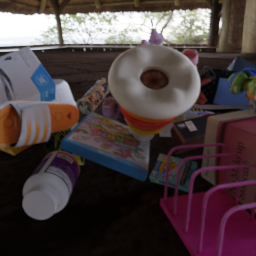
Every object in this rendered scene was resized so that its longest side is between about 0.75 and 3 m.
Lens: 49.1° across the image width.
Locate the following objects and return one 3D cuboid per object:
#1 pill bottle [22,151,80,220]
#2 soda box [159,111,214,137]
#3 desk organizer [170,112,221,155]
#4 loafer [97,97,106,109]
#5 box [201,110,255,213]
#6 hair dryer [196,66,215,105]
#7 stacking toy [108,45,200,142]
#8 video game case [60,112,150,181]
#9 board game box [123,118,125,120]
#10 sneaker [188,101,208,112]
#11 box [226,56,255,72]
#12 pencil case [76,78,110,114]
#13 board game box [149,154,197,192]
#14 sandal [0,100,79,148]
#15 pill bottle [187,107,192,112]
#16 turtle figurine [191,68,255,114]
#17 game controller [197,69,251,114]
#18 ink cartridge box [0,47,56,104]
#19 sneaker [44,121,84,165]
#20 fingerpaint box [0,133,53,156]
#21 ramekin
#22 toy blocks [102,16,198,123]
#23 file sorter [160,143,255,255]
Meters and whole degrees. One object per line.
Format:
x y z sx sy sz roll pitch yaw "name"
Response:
-1.407 1.029 5.163 0.794 0.794 1.413 1 19 3 "pill bottle"
2.011 -0.108 8.641 2.092 0.666 0.713 1 19 4 "soda box"
1.768 0.127 7.040 1.582 0.609 0.567 -12 58 -28 "desk organizer"
-1.006 -0.919 10.305 0.397 0.348 1.105 -16 5 -16 "loafer"
2.592 0.671 5.173 1.227 1.439 2.251 -9 21 -25 "box"
1.954 -1.232 7.779 1.080 0.385 1.419 -1 59 4 "hair dryer"
0.464 -0.453 6.370 1.809 2.476 1.809 1 60 -2 "stacking toy"
-0.380 0.306 6.936 1.892 0.235 2.644 22 17 -1 "video game case"
0.309 -0.801 9.293 0.292 1.304 0.877 13 -1 27 "board game box"
2.529 -0.645 9.972 2.180 0.812 0.922 -7 20 -19 "sneaker"
3.499 -1.522 9.394 0.756 1.217 1.227 32 51 3 "box"
-0.975 -0.906 7.985 0.492 0.566 1.265 10 40 19 "pencil case"
0.948 0.924 5.862 0.832 0.195 0.628 11 55 27 "board game box"
-1.805 -0.167 6.069 0.696 0.930 2.428 11 18 34 "sandal"
1.661 -1.020 8.871 0.951 0.951 1.588 3 -6 10 "pill bottle"
3.291 -0.090 6.414 2.791 2.071 2.878 25 52 33 "turtle figurine"
3.245 -0.936 8.075 2.531 1.320 0.533 18 17 35 "game controller"
-3.380 -0.951 7.407 2.513 1.455 0.838 -32 -10 -26 "ink cartridge box"
-1.711 0.280 7.280 0.936 0.824 2.213 -6 20 -15 "sneaker"
-2.688 0.087 7.252 1.311 0.576 1.571 -34 21 -31 "fingerpaint box"
-3.144 -1.009 10.156 2.409 1.122 2.409 -7 22 3 "ramekin"
0.519 -1.536 8.084 2.616 2.202 2.444 4 55 24 "toy blocks"
1.455 1.117 4.300 1.317 1.188 1.895 -4 20 -14 "file sorter"
